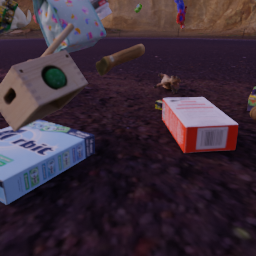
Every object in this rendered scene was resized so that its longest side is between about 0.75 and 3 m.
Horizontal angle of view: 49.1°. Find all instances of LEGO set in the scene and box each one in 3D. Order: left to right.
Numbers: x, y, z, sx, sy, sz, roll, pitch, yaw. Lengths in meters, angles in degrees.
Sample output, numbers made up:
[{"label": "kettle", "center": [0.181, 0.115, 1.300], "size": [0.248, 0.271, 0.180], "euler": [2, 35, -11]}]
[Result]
[{"label": "LEGO set", "center": [-3.560, -3.048, 7.434], "size": [0.744, 0.987, 1.284], "euler": [24, 37, -14]}]

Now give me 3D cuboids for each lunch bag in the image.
[{"label": "lunch bag", "center": [-1.536, -2.784, 7.058], "size": [1.353, 1.589, 0.969], "euler": [-32, 10, -39]}]

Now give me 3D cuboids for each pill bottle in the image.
[{"label": "pill bottle", "center": [-0.960, -3.839, 8.495], "size": [0.576, 1.012, 0.576], "euler": [-28, 21, 12]}]

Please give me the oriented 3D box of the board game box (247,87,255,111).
[{"label": "board game box", "center": [5.726, -0.982, 10.607], "size": [2.047, 0.580, 1.692], "euler": [12, 27, 27]}]

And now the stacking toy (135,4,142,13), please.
[{"label": "stacking toy", "center": [0.116, -4.261, 8.482], "size": [0.298, 1.270, 0.958], "euler": [-5, -26, 38]}]

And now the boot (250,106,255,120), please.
[{"label": "boot", "center": [4.759, -0.142, 8.480], "size": [1.656, 0.625, 1.891], "euler": [4, 23, 10]}]

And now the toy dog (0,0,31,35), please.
[{"label": "toy dog", "center": [-3.686, -3.629, 8.319], "size": [1.361, 1.403, 0.979], "euler": [-26, 23, -17]}]

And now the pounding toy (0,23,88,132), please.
[{"label": "pounding toy", "center": [-1.394, -0.821, 4.606], "size": [1.355, 0.963, 1.247], "euler": [-31, 4, 44]}]

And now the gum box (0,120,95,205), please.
[{"label": "gum box", "center": [-2.488, 0.583, 6.705], "size": [2.236, 0.586, 2.631], "euler": [13, 26, 30]}]

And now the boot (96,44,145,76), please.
[{"label": "boot", "center": [-0.311, -2.565, 10.605], "size": [1.610, 0.533, 1.410], "euler": [-27, 9, -21]}]

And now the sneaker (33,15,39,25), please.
[{"label": "sneaker", "center": [-2.642, -4.332, 9.653], "size": [0.684, 1.855, 0.805], "euler": [32, 8, 36]}]

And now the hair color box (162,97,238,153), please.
[{"label": "hair color box", "center": [1.985, -0.189, 8.325], "size": [1.422, 0.820, 2.564], "euler": [-3, 24, -5]}]

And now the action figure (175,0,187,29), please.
[{"label": "action figure", "center": [2.246, -5.004, 11.867], "size": [0.413, 1.598, 0.523], "euler": [21, 50, 36]}]

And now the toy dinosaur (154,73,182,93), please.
[{"label": "toy dinosaur", "center": [1.999, -2.097, 13.236], "size": [1.234, 0.782, 1.821], "euler": [17, 12, 16]}]

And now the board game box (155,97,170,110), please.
[{"label": "board game box", "center": [1.711, -0.868, 10.690], "size": [1.047, 0.297, 0.865], "euler": [19, 30, 39]}]
